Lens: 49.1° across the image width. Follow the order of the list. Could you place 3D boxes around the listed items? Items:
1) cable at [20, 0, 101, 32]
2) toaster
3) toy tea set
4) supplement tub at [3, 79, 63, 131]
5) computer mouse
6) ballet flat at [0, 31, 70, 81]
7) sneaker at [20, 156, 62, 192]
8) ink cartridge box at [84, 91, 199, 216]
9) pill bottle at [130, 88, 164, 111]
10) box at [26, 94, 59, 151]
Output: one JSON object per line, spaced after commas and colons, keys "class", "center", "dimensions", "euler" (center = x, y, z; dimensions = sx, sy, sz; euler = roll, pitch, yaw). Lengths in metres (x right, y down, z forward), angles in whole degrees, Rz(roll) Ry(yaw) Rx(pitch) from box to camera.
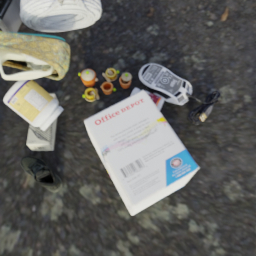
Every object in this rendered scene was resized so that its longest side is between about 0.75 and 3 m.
{"class": "cable", "center": [-1.507, -2.671, 6.279], "dimensions": [1.803, 1.803, 0.624], "euler": [-8, 95, 24]}
{"class": "toaster", "center": [-4.521, -4.046, 9.327], "dimensions": [1.734, 1.138, 1.918], "euler": [10, 66, 5]}
{"class": "toy tea set", "center": [-0.704, -1.464, 8.462], "dimensions": [1.600, 0.592, 0.952], "euler": [-19, 67, -8]}
{"class": "supplement tub", "center": [-2.021, -0.506, 6.045], "dimensions": [1.054, 0.767, 0.767], "euler": [41, 70, -14]}
{"class": "computer mouse", "center": [1.412, -1.097, 8.353], "dimensions": [2.432, 0.534, 1.334], "euler": [33, 68, 10]}
{"class": "ballet flat", "center": [-2.564, -1.405, 5.315], "dimensions": [2.910, 1.029, 1.029], "euler": [3, 64, -21]}
{"class": "sneaker", "center": [-2.309, 1.088, 7.233], "dimensions": [1.347, 0.772, 0.515], "euler": [37, 69, 18]}
{"class": "ink cartridge box", "center": [0.244, 0.646, 6.921], "dimensions": [1.687, 1.658, 2.292], "euler": [-27, 69, -11]}
{"class": "pill bottle", "center": [0.535, -0.794, 8.201], "dimensions": [0.911, 0.520, 0.520], "euler": [26, 68, 11]}
{"class": "box", "center": [-2.387, -0.162, 7.908], "dimensions": [0.648, 0.539, 1.577], "euler": [-2, 66, -1]}
